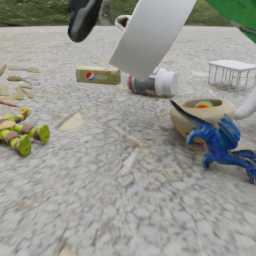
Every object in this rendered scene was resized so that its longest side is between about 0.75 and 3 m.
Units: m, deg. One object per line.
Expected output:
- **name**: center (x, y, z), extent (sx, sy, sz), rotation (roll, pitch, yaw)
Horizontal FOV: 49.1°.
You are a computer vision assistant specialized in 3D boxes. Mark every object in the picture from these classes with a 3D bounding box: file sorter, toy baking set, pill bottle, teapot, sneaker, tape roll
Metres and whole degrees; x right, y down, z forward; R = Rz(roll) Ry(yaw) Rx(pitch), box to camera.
- **file sorter**: center (4.168, -2.085, 11.287), extent (1.118, 1.004, 1.612), rotation (-12, 27, -26)
- **toy baking set**: center (-1.756, -0.733, 4.391), extent (0.684, 0.104, 0.891), rotation (24, 44, -18)
- **pill bottle**: center (0.913, -1.773, 10.564), extent (1.758, 1.018, 1.018), rotation (13, 27, 26)
- **teapot**: center (4.508, -0.538, 6.455), extent (2.932, 2.169, 2.971), rotation (30, -13, -2)
- **sneaker**: center (0.406, -3.912, 10.924), extent (2.033, 0.778, 0.821), rotation (23, 22, 33)
- **sneaker**: center (-1.608, -3.912, 8.520), extent (1.490, 2.601, 0.994), rotation (15, -2, 8)
- **tape roll**: center (0.603, -2.601, 6.748), extent (1.007, 2.880, 2.880), rotation (27, 23, -9)

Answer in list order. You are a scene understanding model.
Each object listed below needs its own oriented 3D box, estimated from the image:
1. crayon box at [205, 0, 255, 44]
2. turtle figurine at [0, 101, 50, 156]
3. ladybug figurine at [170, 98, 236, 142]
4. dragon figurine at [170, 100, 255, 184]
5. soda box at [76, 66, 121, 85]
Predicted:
- **crayon box**: center (1.661, -2.048, 3.596), extent (2.509, 1.490, 0.731), rotation (23, -26, -31)
- **turtle figurine**: center (-3.061, 0.053, 6.775), extent (1.966, 0.785, 2.437), rotation (20, 21, 22)
- **ladybug figurine**: center (1.910, -0.241, 7.159), extent (1.579, 0.837, 2.326), rotation (1, 15, 24)
- **dragon figurine**: center (1.828, 0.156, 5.617), extent (1.118, 2.249, 0.662), rotation (-30, 2, 35)
- **soda box**: center (-1.306, -2.329, 12.323), extent (1.892, 0.606, 0.641), rotation (7, 25, 13)
